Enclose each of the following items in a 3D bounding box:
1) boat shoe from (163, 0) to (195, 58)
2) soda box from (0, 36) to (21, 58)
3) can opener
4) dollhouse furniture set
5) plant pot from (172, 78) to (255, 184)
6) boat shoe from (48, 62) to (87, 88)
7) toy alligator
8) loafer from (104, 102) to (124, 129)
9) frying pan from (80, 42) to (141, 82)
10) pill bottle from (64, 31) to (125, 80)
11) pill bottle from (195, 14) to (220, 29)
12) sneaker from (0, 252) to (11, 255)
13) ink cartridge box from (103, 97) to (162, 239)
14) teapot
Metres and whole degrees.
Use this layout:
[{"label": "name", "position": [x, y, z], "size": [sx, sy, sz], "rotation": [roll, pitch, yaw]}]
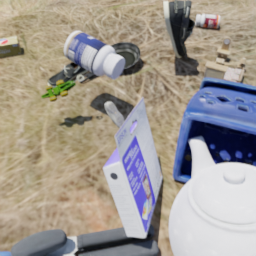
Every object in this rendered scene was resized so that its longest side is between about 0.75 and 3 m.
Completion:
[{"label": "boat shoe", "position": [1.924, -3.404, 9.973], "size": [0.966, 2.856, 1.026], "rotation": [-10, 71, 13]}, {"label": "soda box", "position": [-5.190, -3.155, 11.152], "size": [1.662, 0.532, 0.563], "rotation": [-13, 50, -12]}, {"label": "can opener", "position": [-0.835, 2.484, 5.799], "size": [2.955, 0.988, 0.788], "rotation": [-8, 49, -7]}, {"label": "dollhouse furniture set", "position": [3.569, -2.261, 10.011], "size": [1.225, 1.046, 2.363], "rotation": [20, 51, 17]}, {"label": "plant pot", "position": [2.576, 0.138, 7.057], "size": [2.373, 2.374, 2.134], "rotation": [14, 44, 13]}, {"label": "boat shoe", "position": [-2.207, -2.056, 10.151], "size": [0.623, 0.586, 1.734], "rotation": [37, 59, 27]}, {"label": "toy alligator", "position": [-1.839, -1.119, 8.032], "size": [1.356, 0.326, 0.450], "rotation": [-22, 82, 4]}, {"label": "loafer", "position": [-0.329, -0.301, 6.843], "size": [0.264, 0.755, 0.263], "rotation": [-36, 17, -26]}, {"label": "frying pan", "position": [-0.509, -2.323, 10.490], "size": [1.542, 0.415, 2.550], "rotation": [19, 62, 23]}, {"label": "pill bottle", "position": [-0.921, -2.002, 7.872], "size": [1.602, 0.890, 0.890], "rotation": [31, 55, 15]}, {"label": "pill bottle", "position": [3.578, -4.814, 12.620], "size": [1.007, 0.552, 0.552], "rotation": [8, 49, 7]}, {"label": "sneaker", "position": [-3.354, 2.762, 5.735], "size": [2.025, 0.749, 0.833], "rotation": [-9, 47, -9]}, {"label": "ink cartridge box", "position": [0.158, 0.731, 6.076], "size": [0.488, 2.247, 2.226], "rotation": [-7, 20, 20]}, {"label": "teapot", "position": [2.060, 1.679, 5.303], "size": [2.873, 2.098, 2.836], "rotation": [10, 36, 32]}]
